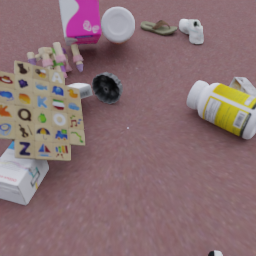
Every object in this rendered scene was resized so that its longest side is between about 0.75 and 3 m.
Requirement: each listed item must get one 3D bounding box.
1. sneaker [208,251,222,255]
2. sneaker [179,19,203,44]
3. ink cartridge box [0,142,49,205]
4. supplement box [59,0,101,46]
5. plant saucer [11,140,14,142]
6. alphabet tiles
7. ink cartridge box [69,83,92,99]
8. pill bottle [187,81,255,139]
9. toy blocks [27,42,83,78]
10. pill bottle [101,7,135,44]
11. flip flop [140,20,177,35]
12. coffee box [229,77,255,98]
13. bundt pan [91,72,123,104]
[{"bbox_3d":[1.146,2.935,5.078,0.982,0.642,1.756,6,36,20],"label":"sneaker"},{"bbox_3d":[2.918,-4.587,12.681,0.713,0.812,2.027,-12,44,-10],"label":"sneaker"},{"bbox_3d":[-2.641,1.089,6.807,0.850,0.846,1.158,11,45,11],"label":"ink cartridge box"},{"bbox_3d":[-1.818,-3.958,10.621,1.309,1.337,2.586,-7,10,-9],"label":"supplement box"},{"bbox_3d":[-2.742,0.371,7.874,1.017,0.186,1.017,16,36,-12],"label":"plant saucer"},{"bbox_3d":[-2.160,-0.452,7.023,2.206,0.084,2.651,8,61,-35],"label":"alphabet tiles"},{"bbox_3d":[-1.984,-1.072,8.956,1.268,0.392,1.563,-22,17,-21],"label":"ink cartridge box"},{"bbox_3d":[2.868,-0.619,8.309,2.086,1.173,1.173,31,52,28],"label":"pill bottle"},{"bbox_3d":[-2.583,-2.146,10.071,1.646,1.386,1.538,-11,10,22],"label":"toy blocks"},{"bbox_3d":[-0.400,-4.049,11.303,1.265,1.265,2.255,-1,15,-1],"label":"pill bottle"},{"bbox_3d":[1.420,-4.776,13.066,1.787,0.514,0.725,22,48,21],"label":"flip flop"},{"bbox_3d":[3.746,-1.040,9.061,0.474,0.680,1.189,2,42,-16],"label":"coffee box"},{"bbox_3d":[-0.637,-1.353,9.171,1.076,1.076,0.404,19,42,18],"label":"bundt pan"}]
